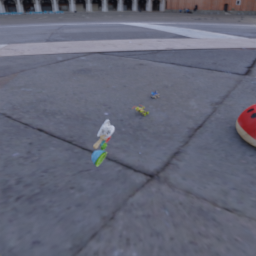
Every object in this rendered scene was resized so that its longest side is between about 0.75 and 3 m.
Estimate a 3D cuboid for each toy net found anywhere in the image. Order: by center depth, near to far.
[{"bbox_3d":[-0.492,0.290,6.286,0.261,1.349,0.708,36,48,12],"label":"toy net"}]

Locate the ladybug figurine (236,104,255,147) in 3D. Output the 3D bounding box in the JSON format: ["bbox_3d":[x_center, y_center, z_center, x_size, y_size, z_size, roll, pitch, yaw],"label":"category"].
[{"bbox_3d":[4.930,-0.114,10.052,1.885,0.999,2.776,3,27,6],"label":"ladybug figurine"}]

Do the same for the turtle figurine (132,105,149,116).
[{"bbox_3d":[0.536,-0.734,12.043,0.615,0.246,0.763,35,29,27],"label":"turtle figurine"}]

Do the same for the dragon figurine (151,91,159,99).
[{"bbox_3d":[1.275,-1.628,13.920,0.409,0.242,0.822,22,33,36],"label":"dragon figurine"}]
